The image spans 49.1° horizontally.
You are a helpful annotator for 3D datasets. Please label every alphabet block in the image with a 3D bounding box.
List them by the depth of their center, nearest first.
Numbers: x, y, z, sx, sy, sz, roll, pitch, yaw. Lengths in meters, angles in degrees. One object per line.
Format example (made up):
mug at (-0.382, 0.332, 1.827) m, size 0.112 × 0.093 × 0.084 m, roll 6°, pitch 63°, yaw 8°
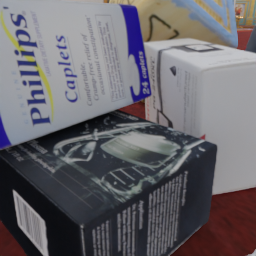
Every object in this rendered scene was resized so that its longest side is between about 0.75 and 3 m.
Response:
alphabet block at (1.066, -3.000, 7.765) m, size 2.613 × 2.676 × 2.627 m, roll 28°, pitch 54°, yaw -28°

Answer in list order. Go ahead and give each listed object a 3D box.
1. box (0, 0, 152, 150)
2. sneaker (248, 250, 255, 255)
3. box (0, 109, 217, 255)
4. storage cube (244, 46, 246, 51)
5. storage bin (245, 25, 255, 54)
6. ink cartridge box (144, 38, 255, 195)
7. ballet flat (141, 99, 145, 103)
box at (-1.602, -0.875, 4.315) m, size 2.673 × 1.525 × 2.907 m, roll 2°, pitch 18°, yaw 40°
sneaker at (1.475, 1.617, 2.214) m, size 2.200 × 0.827 × 1.265 m, roll -12°, pitch 23°, yaw -34°
box at (-0.343, 0.757, 3.681) m, size 2.079 × 1.311 × 2.115 m, roll -19°, pitch 30°, yaw -41°
storage cube at (3.873, -0.944, 6.894) m, size 1.779 × 1.871 × 2.081 m, roll 2°, pitch 22°, yaw 5°
storage bin at (3.190, -0.583, 5.385) m, size 1.842 × 2.743 × 1.996 m, roll 9°, pitch 22°, yaw -8°
ink cartridge box at (1.241, -0.461, 5.398) m, size 1.223 × 2.130 × 2.933 m, roll -9°, pitch 24°, yaw -10°
ballet flat at (1.022, -1.045, 8.988) m, size 1.489 × 0.505 × 0.539 m, roll -7°, pitch 44°, yaw -15°
